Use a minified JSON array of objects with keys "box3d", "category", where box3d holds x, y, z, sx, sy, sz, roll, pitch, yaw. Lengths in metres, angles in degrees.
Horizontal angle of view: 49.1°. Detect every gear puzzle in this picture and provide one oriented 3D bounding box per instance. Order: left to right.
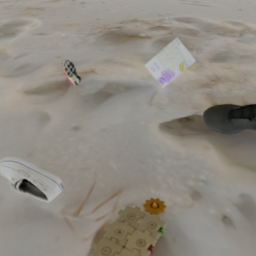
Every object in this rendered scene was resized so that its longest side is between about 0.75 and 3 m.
[{"box3d":[0.160,2.148,5.845,1.079,0.273,2.084,16,34,26],"category":"gear puzzle"}]

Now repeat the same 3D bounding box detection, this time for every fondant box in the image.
[{"box3d":[1.686,-2.623,11.338,1.665,1.201,0.485,-39,8,15],"category":"fondant box"}]

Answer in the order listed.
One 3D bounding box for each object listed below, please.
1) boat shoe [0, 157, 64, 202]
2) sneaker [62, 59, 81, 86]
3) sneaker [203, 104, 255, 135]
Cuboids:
[{"box3d":[-2.508,1.286,6.775,1.898,0.683,0.624,21,34,15],"category":"boat shoe"},{"box3d":[-2.457,-2.263,11.499,0.588,1.384,0.533,24,66,26],"category":"sneaker"},{"box3d":[3.659,-0.359,8.419,2.716,1.233,1.031,5,73,15],"category":"sneaker"}]
